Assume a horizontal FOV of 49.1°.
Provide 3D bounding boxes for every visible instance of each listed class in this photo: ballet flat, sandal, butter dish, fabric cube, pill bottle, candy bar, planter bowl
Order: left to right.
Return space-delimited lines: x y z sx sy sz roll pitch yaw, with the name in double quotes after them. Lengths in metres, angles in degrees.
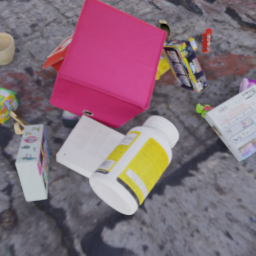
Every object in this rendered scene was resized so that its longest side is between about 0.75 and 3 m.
-6.091 -3.667 13.388 1.487 1.001 1.487 0 55 1 "planter bowl"
-4.296 -0.024 11.218 1.759 0.645 0.578 37 94 31 "sandal"
-2.310 -3.119 12.675 2.345 1.734 2.339 -5 44 50 "butter dish"
-0.807 -1.997 9.862 2.919 2.966 2.975 21 73 -15 "fabric cube"
0.285 0.904 7.723 1.467 1.467 2.635 30 60 20 "pill bottle"
1.954 -5.078 14.699 0.685 0.471 2.032 -3 55 -2 "ballet flat"
2.044 -3.091 12.314 2.603 0.288 0.649 -38 101 -12 "candy bar"

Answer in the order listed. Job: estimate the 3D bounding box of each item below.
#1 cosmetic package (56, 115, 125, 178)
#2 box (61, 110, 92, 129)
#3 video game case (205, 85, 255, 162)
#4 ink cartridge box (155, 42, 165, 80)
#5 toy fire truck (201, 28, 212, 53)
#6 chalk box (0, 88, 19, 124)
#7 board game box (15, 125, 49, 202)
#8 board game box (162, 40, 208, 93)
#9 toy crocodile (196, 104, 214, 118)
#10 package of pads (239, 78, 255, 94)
-1.003 0.899 10.033 2.487 0.643 1.875 27 56 2 "cosmetic package"
-1.991 -0.583 11.409 1.128 0.695 1.119 5 57 4 "box"
4.602 -0.216 10.832 2.396 0.544 2.172 -30 68 -8 "video game case"
0.873 -3.197 12.593 1.294 1.751 0.663 22 58 15 "ink cartridge box"
2.850 -3.153 10.132 0.225 0.922 0.650 2 7 31 "toy fire truck"
-5.232 -1.064 11.609 0.920 0.914 1.474 16 57 10 "chalk box"
-3.059 1.081 9.210 0.675 1.549 2.100 -6 33 -10 "board game box"
2.079 -2.333 10.484 0.532 1.875 1.550 -33 24 -5 "board game box"
3.550 -0.637 11.576 1.548 0.478 0.523 19 57 12 "toy crocodile"
5.254 -1.353 12.012 0.940 0.590 1.559 18 57 9 "package of pads"
